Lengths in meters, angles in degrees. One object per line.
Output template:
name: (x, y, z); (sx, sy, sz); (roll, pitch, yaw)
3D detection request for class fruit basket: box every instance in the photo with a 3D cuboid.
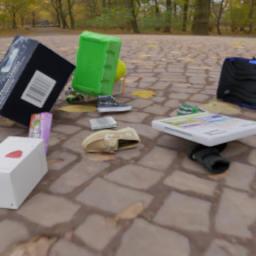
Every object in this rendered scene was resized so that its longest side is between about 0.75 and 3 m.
fruit basket: (-1.313, -2.883, 13.242); (2.238, 3.102, 3.102); (13, 25, 5)

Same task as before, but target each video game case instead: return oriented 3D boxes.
video game case: (2.593, -0.041, 9.122); (2.724, 0.300, 2.479); (-10, 17, -33)

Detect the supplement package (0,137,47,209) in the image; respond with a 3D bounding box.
supplement package: (-2.916, 1.061, 7.072); (1.049, 1.036, 1.729); (3, 24, 7)

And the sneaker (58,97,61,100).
sneaker: (-3.832, -1.550, 13.807); (0.462, 0.497, 1.150); (11, 26, 27)

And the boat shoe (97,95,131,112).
boat shoe: (-0.583, -1.076, 12.136); (1.551, 0.704, 0.549); (-4, 5, -22)

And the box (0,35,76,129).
box: (-3.941, -1.814, 10.894); (1.730, 2.897, 2.946); (30, 0, -40)

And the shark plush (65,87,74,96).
shark plush: (-2.607, -2.191, 15.222); (0.764, 0.833, 1.835); (47, 38, 19)

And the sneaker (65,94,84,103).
sneaker: (-2.571, -1.353, 13.470); (0.996, 0.389, 0.424); (-6, 24, 23)

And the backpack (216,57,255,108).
backpack: (5.943, -2.175, 13.128); (2.273, 2.201, 2.709); (-11, 25, -29)

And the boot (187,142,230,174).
boot: (2.625, 0.790, 8.244); (1.513, 0.569, 1.131); (-22, 24, -22)

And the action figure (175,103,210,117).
action figure: (2.767, -0.607, 11.529); (1.523, 0.416, 0.899); (16, 63, 29)

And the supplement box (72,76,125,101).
supplement box: (-1.552, -2.271, 14.742); (2.380, 0.875, 1.500); (-17, 39, -35)

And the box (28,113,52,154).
box: (-2.678, 0.175, 8.371); (0.821, 1.201, 0.235); (-4, -15, 41)

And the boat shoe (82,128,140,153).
boat shoe: (-0.522, 0.457, 8.927); (1.849, 0.659, 0.597); (-13, 42, -16)

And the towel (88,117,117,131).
towel: (-1.011, -0.189, 11.050); (1.000, 0.179, 1.039); (-7, 25, -15)

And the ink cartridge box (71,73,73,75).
ink cartridge box: (-2.359, -2.907, 14.313); (0.969, 0.448, 1.778); (13, 34, 11)
